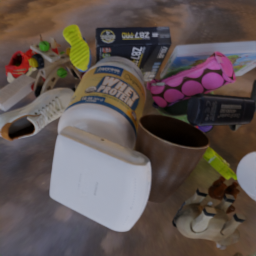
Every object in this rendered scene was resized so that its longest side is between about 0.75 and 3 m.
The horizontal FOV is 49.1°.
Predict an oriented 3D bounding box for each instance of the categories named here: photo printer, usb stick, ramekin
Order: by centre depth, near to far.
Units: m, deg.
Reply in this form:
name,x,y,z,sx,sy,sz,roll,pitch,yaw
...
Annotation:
name,x,y,z,sx,sy,sz,roll,pitch,yaw
photo printer,-0.573,1.082,5.818,2.086,1.736,0.725,21,22,18
usb stick,2.320,-0.417,6.740,2.682,0.744,0.437,-2,16,-43
ramekin,1.628,-0.839,7.989,1.691,0.826,1.691,-14,57,22

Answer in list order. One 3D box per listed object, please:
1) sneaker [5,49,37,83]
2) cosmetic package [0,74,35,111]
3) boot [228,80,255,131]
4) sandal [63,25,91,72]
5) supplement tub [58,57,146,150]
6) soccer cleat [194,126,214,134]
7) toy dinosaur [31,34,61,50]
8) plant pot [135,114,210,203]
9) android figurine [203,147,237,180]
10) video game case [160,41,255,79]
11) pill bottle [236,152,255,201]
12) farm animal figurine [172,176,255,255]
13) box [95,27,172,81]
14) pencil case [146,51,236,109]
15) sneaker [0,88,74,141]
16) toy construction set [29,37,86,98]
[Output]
name,x,y,z,sx,sy,sz,roll,pitch,yaw
sneaker,-3.854,-2.504,10.416,0.802,0.885,2.083,7,44,7
cosmetic package,-3.787,-1.197,9.343,0.606,0.372,1.468,27,54,20
boot,3.409,-0.660,8.116,1.290,1.173,0.468,-27,29,-11
sandal,-1.403,-2.293,8.296,0.647,0.709,1.628,-21,63,9
supplement tub,-0.564,-0.546,7.571,1.934,1.934,2.674,7,45,8
soccer cleat,2.099,-0.570,8.415,0.622,0.667,1.823,-21,39,20
toy dinosaur,-3.385,-3.336,11.583,0.888,0.563,1.311,16,51,8
plant pot,0.775,0.775,6.225,1.558,1.667,1.558,13,22,-5
android figurine,2.068,0.727,6.875,0.303,1.341,1.473,-48,50,8
video game case,2.637,-1.986,8.618,2.927,2.665,0.323,-4,85,-3
pill bottle,3.032,1.064,5.801,2.003,1.089,1.089,19,25,-46
farm animal figurine,2.061,2.183,5.233,1.848,1.151,2.288,-8,45,-46
box,0.016,-2.222,8.899,2.111,2.619,0.643,-5,77,-9
pencil case,1.561,-1.210,7.182,2.129,0.997,0.966,-21,50,34
sneaker,-2.412,-0.312,7.917,2.452,0.893,1.038,-33,40,-24
toy construction set,-2.400,-2.282,9.330,2.104,1.938,2.522,-17,49,-15
